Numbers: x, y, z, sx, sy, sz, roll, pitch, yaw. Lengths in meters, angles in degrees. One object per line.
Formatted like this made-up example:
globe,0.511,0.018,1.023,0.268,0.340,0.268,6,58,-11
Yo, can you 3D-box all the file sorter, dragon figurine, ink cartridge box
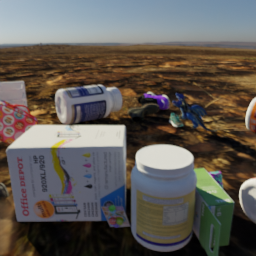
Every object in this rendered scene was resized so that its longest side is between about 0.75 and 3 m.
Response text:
file sorter,-5.313,-1.003,12.668,1.315,1.896,1.180,-6,25,-16
dragon figurine,2.805,-0.499,11.778,2.375,0.699,1.181,38,-9,9
ink cartridge box,1.723,1.802,6.004,0.599,1.049,2.021,-3,19,-9
ink cartridge box,-1.309,1.026,6.860,2.499,1.839,1.807,-1,15,1

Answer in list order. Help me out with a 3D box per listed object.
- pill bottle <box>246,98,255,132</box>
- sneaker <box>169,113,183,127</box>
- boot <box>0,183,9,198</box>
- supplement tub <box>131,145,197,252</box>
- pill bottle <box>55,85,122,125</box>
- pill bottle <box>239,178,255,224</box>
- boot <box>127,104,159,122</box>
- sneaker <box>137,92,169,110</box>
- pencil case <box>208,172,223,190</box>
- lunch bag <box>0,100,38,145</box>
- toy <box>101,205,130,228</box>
pill bottle,6.326,-0.296,11.172,2.733,1.497,1.497,19,27,41
sneaker,2.192,-0.362,12.870,0.413,0.485,1.063,-8,22,-20
boot,-3.752,1.791,7.108,1.177,0.407,1.024,1,19,31
supplement tub,0.723,1.425,5.864,1.347,1.853,1.347,0,20,0
pill bottle,-1.835,-1.183,13.457,2.941,1.633,1.633,-12,23,-31
pill bottle,3.692,1.568,6.634,1.862,1.079,1.079,-9,22,-24
boot,0.837,-0.661,13.713,1.605,0.622,1.110,-15,25,-2
sneaker,1.298,-1.370,15.425,1.123,0.785,2.258,-18,22,-26
pencil case,2.143,1.516,6.859,0.371,0.873,0.403,-7,-1,28
lunch bag,-4.026,-0.183,9.758,1.645,1.449,0.674,32,5,-28
toy,-0.268,1.965,5.985,0.467,0.812,0.192,-5,38,12
